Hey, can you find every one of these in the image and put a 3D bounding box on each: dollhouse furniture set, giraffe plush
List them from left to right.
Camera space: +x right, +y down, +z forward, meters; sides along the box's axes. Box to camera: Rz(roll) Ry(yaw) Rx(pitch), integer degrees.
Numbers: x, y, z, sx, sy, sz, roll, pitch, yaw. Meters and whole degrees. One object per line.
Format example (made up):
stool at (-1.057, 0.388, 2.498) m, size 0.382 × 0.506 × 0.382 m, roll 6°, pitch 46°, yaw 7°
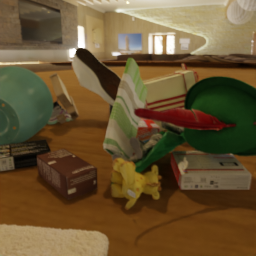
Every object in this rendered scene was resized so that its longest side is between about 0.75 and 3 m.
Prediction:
dollhouse furniture set at (-3.318, -0.825, 10.184) m, size 2.357 × 2.010 × 1.151 m, roll -26°, pitch 53°, yaw 0°
giraffe plush at (0.218, 1.059, 5.527) m, size 0.832 × 0.885 × 1.026 m, roll -1°, pitch 23°, yaw -31°

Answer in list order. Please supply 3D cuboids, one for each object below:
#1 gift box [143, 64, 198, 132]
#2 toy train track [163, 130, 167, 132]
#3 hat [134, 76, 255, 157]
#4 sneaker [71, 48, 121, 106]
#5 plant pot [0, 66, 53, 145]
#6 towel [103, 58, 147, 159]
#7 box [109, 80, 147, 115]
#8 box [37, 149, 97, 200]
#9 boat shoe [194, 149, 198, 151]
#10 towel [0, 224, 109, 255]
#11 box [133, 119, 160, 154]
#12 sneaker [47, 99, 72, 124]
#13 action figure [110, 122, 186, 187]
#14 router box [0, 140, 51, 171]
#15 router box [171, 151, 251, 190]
gift box at (1.514, -1.093, 9.714) m, size 1.930 × 1.907 × 2.066 m, roll -14°, pitch 17°, yaw 3°
toy train track at (1.637, 0.095, 9.339) m, size 1.941 × 0.316 × 1.113 m, roll -22°, pitch 15°, yaw -36°
hat at (1.536, 0.329, 5.655) m, size 2.520 × 2.088 × 2.219 m, roll 34°, pitch 54°, yaw 13°
sneaker at (-1.139, -1.764, 11.070) m, size 1.061 × 1.233 × 2.913 m, roll -34°, pitch 79°, yaw -36°
plant pot at (-3.578, -0.498, 8.197) m, size 2.299 × 2.299 × 1.845 m, roll 0°, pitch 22°, yaw 0°
towel at (0.036, -0.305, 6.694) m, size 0.337 × 2.194 × 1.637 m, roll 10°, pitch -18°, yaw 17°
box at (0.583, -1.301, 12.212) m, size 2.861 × 0.692 × 2.266 m, roll -1°, pitch 36°, yaw -5°
box at (-1.380, 0.962, 6.178) m, size 0.730 × 0.546 × 1.458 m, roll -14°, pitch 24°, yaw -39°
boat shoe at (2.235, 0.475, 7.793) m, size 0.517 × 0.509 × 1.388 m, roll 14°, pitch 22°, yaw 38°
towel at (-1.670, 1.834, 3.394) m, size 2.746 × 0.473 × 1.819 m, roll 1°, pitch 18°, yaw 3°
box at (0.266, 0.116, 8.408) m, size 0.846 × 0.810 × 1.697 m, roll -1°, pitch 17°, yaw -14°
sneaker at (-2.599, -0.718, 10.884) m, size 1.342 × 0.939 × 0.522 m, roll -18°, pitch 29°, yaw -39°
action figure at (0.777, 0.382, 6.881) m, size 1.727 × 0.799 × 2.924 m, roll -42°, pitch -14°, yaw 29°
router box at (-2.777, 0.693, 7.329) m, size 1.404 × 0.359 × 1.047 m, roll -7°, pitch 18°, yaw -22°
router box at (1.834, 0.944, 6.490) m, size 1.495 × 0.365 × 1.342 m, roll 0°, pitch 17°, yaw 0°
